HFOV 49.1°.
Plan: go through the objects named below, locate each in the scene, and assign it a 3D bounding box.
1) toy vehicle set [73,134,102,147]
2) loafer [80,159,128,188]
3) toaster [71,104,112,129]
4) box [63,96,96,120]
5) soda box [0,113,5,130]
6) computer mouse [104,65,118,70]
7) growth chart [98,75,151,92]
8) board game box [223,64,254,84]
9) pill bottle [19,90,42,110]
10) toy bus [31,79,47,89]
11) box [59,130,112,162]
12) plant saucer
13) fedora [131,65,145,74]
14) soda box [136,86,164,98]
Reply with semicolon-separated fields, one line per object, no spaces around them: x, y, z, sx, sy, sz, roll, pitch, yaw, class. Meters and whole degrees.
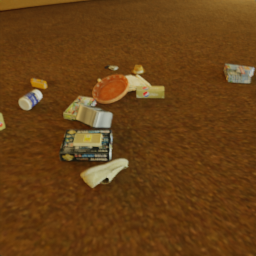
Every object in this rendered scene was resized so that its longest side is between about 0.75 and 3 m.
-1.404;0.414;9.756;0.926;0.123;0.575;1;35;1;toy vehicle set
-0.670;1.404;8.643;1.722;0.652;0.588;-13;78;-40;loafer
-1.364;-0.421;10.794;1.072;0.704;1.186;22;12;30;toaster
-2.063;-0.849;12.137;0.846;0.267;1.537;10;36;13;box
-5.991;-0.461;11.203;2.207;0.707;0.748;20;39;27;soda box
-0.933;-3.388;15.841;0.789;0.173;0.433;20;35;35;computer mouse
-0.189;-2.212;14.123;2.402;0.213;1.738;-10;37;-14;growth chart
5.961;-2.888;14.862;1.486;0.459;1.487;4;35;6;board game box
-4.324;-1.263;12.453;0.584;0.584;1.009;11;37;16;pill bottle
-4.504;-2.213;14.050;0.923;0.301;0.361;14;40;19;toy bus
-1.461;0.602;9.957;1.728;0.397;1.373;0;35;0;box
-0.782;-1.776;12.989;1.785;0.288;1.785;-13;47;14;plant saucer
0.566;-3.252;15.490;0.824;0.336;0.824;0;35;0;fedora
1.034;-1.680;13.188;1.306;0.418;0.442;0;35;2;soda box
